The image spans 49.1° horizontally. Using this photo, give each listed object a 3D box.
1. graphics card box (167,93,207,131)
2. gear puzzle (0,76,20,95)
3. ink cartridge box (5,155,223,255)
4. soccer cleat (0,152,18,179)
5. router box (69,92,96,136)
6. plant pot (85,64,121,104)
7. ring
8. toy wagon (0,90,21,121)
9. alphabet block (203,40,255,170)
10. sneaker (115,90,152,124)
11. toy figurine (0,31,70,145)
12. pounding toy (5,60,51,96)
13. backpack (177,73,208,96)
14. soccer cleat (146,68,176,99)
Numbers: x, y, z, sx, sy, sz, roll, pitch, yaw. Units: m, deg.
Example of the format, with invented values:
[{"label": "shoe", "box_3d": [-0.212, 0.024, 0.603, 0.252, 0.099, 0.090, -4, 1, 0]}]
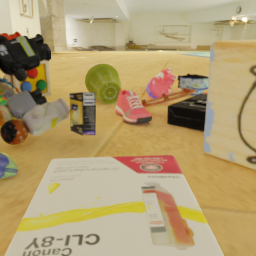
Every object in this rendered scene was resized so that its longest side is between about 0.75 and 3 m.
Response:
[{"label": "graphics card box", "box_3d": [2.408, -0.533, 8.413, 1.495, 0.606, 2.383, 13, 22, 36]}, {"label": "gear puzzle", "box_3d": [-3.978, -1.288, 9.472, 1.191, 0.301, 2.300, 25, -14, 5]}, {"label": "ink cartridge box", "box_3d": [-0.124, 1.159, 2.741, 1.673, 0.961, 2.305, -1, 18, -3]}, {"label": "soccer cleat", "box_3d": [-2.662, 0.623, 5.362, 1.635, 0.528, 0.684, 13, -8, 45]}, {"label": "router box", "box_3d": [-1.059, -0.341, 6.409, 0.307, 0.924, 1.175, -3, 6, -24]}, {"label": "plant pot", "box_3d": [-0.849, -1.580, 10.704, 1.392, 1.392, 1.341, -5, 31, -16]}, {"label": "ring", "box_3d": [1.246, -1.048, 9.510, 2.092, 0.201, 2.092, -15, 8, 2]}, {"label": "toy wagon", "box_3d": [-4.123, -0.641, 8.435, 2.285, 0.452, 1.773, 19, 30, 24]}, {"label": "alphabet block", "box_3d": [3.257, -0.509, 5.551, 2.440, 2.427, 2.484, -18, 25, -39]}, {"label": "sneaker", "box_3d": [0.080, -0.694, 8.524, 0.716, 0.843, 1.943, -8, 21, -23]}, {"label": "toy figurine", "box_3d": [-2.824, -0.962, 6.708, 1.765, 2.497, 2.536, -29, 35, -27]}, {"label": "pounding toy", "box_3d": [-4.373, -2.191, 11.018, 1.089, 2.090, 2.379, 17, 25, 40]}, {"label": "backpack", "box_3d": [2.822, -1.830, 11.894, 1.171, 0.860, 1.071, 11, 21, 38]}, {"label": "soccer cleat", "box_3d": [1.272, -1.743, 11.941, 1.095, 0.955, 2.864, -37, 8, 33]}]
